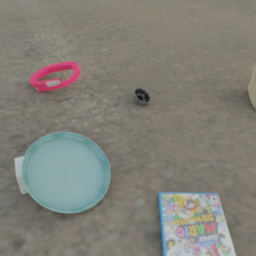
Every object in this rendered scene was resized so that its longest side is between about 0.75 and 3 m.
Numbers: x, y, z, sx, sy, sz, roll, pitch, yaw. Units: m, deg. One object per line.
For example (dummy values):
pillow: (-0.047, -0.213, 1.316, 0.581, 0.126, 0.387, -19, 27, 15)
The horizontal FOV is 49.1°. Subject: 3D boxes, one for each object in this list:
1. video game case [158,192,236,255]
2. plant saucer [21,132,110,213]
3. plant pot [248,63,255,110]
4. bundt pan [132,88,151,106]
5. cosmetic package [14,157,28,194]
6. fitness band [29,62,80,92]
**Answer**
video game case: (1.865, 2.900, 7.862, 1.866, 0.232, 2.607, 1, 37, 1)
plant saucer: (-1.945, 1.401, 8.960, 2.786, 0.382, 2.786, 13, 51, -17)
plant pot: (6.784, -1.851, 12.823, 2.196, 2.194, 1.944, 14, 50, 18)
bundt pan: (0.600, -1.450, 13.376, 0.935, 0.351, 0.935, 19, 47, -22)
cosmetic package: (-3.244, 1.501, 9.260, 0.794, 0.799, 0.954, -12, 39, -18)
fitness band: (-3.836, -2.721, 14.715, 2.762, 0.517, 1.984, -3, 41, 20)
